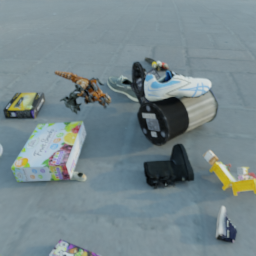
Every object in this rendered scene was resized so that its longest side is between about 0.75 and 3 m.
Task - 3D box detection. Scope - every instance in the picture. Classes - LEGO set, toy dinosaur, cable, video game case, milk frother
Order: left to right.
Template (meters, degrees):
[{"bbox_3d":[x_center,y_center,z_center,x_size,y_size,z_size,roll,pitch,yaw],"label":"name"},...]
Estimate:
[{"bbox_3d":[-1.391,3.418,6.345,1.374,0.271,1.516,14,36,20],"label":"video game case"},{"bbox_3d":[-1.771,-1.395,10.702,2.243,1.522,1.145,38,8,14],"label":"toy dinosaur"},{"bbox_3d":[1.791,-4.079,17.411,1.160,0.601,2.388,-3,33,-14],"label":"cable"},{"bbox_3d":[1.658,-1.267,11.045,2.772,2.947,2.659,-23,35,-30],"label":"milk frother"},{"bbox_3d":[3.531,1.443,8.792,0.952,1.177,2.558,0,6,-30],"label":"LEGO set"}]

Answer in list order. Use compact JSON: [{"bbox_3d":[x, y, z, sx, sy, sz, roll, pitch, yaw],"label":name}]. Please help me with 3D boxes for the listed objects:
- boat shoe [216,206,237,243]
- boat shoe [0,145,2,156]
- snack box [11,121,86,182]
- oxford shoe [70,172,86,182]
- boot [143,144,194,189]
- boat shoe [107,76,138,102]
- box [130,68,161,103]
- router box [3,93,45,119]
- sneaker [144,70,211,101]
[{"bbox_3d":[2.665,2.614,7.536,0.473,0.381,1.020,16,44,12],"label":"boat shoe"},{"bbox_3d":[-4.878,0.855,10.036,0.504,0.480,1.401,-5,34,-7],"label":"boat shoe"},{"bbox_3d":[-2.663,0.750,9.872,1.837,0.684,2.583,-5,32,7],"label":"snack box"},{"bbox_3d":[-1.774,1.554,9.204,0.834,0.241,0.313,7,37,15],"label":"oxford shoe"},{"bbox_3d":[1.258,1.226,9.369,1.504,0.679,1.835,-6,34,-2],"label":"boot"},{"bbox_3d":[-0.070,-2.249,14.374,1.035,0.878,2.843,-23,40,-31],"label":"boat shoe"},{"bbox_3d":[0.934,-1.815,12.576,1.250,0.650,1.138,-34,85,-17],"label":"box"},{"bbox_3d":[-4.742,-1.055,12.943,1.368,0.454,1.740,0,33,0],"label":"router box"},{"bbox_3d":[1.859,-1.567,10.005,2.764,1.002,0.993,-9,21,-24],"label":"sneaker"}]
